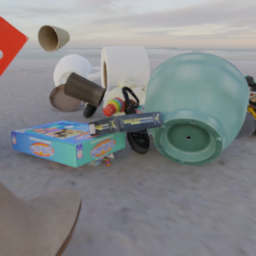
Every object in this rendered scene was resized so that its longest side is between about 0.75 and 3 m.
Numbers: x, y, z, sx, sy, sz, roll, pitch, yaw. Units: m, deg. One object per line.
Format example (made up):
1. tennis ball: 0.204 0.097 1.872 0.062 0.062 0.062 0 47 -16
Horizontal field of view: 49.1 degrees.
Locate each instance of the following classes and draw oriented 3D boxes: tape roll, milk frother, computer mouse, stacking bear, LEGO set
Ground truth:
1. tape roll: -0.218 -2.511 13.587 1.910 2.782 2.782 -4 18 -13
2. milk frother: 3.937 -0.618 9.434 1.507 1.669 1.570 6 19 10
3. computer mouse: 0.121 -0.239 8.186 0.683 0.396 2.329 9 53 -29
4. stacking bear: -0.463 -0.567 8.121 0.485 0.454 0.798 23 30 12
5. LEGO set: -0.866 0.853 7.353 1.028 0.252 0.768 1 25 21

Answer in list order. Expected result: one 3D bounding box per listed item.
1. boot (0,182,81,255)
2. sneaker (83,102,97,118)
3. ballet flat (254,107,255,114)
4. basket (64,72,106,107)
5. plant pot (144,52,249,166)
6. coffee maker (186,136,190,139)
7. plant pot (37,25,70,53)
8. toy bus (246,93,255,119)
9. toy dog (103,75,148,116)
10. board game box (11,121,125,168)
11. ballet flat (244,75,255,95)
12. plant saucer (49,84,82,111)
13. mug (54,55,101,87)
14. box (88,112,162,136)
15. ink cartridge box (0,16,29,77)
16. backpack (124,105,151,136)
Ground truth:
1. boot: -1.636 0.838 2.970 1.007 2.096 2.868 -1 25 26
2. sneaker: -1.622 -1.022 11.795 0.696 0.583 1.574 19 47 10
3. ballet flat: 6.253 -0.909 12.083 2.711 0.913 0.628 -2 -19 2
4. basket: -1.673 -1.460 11.110 1.412 0.960 1.273 24 -11 1
5. plant pot: 1.634 -0.234 7.194 2.776 2.776 1.860 5 45 16
6. coffee maker: 1.420 0.126 7.591 0.612 0.908 0.873 26 24 -19
7. plant pot: -2.345 -2.970 9.212 0.846 0.846 0.903 8 25 24
8. toy bus: 4.939 -0.778 11.028 1.859 0.961 1.754 -35 -4 -40
9. toy dog: 0.499 -0.971 10.510 2.405 1.678 2.332 19 18 35
10. board game box: -1.637 0.326 7.705 2.514 0.566 1.912 8 15 36
11. ballet flat: 4.093 -1.165 10.764 0.673 1.980 0.677 -19 69 -35
12. plant saucer: -2.814 -1.372 12.893 1.592 0.255 1.592 0 59 1
13. mug: -2.741 -2.915 15.754 2.901 2.142 2.544 -10 24 -1
14. box: -0.104 -0.082 6.606 1.176 0.380 1.491 -8 0 -32
15. ink cartridge box: -3.632 -1.889 5.365 2.728 2.212 0.684 37 -15 -25
16. backpack: 0.502 -0.255 9.052 1.221 1.084 0.919 -17 64 -32
